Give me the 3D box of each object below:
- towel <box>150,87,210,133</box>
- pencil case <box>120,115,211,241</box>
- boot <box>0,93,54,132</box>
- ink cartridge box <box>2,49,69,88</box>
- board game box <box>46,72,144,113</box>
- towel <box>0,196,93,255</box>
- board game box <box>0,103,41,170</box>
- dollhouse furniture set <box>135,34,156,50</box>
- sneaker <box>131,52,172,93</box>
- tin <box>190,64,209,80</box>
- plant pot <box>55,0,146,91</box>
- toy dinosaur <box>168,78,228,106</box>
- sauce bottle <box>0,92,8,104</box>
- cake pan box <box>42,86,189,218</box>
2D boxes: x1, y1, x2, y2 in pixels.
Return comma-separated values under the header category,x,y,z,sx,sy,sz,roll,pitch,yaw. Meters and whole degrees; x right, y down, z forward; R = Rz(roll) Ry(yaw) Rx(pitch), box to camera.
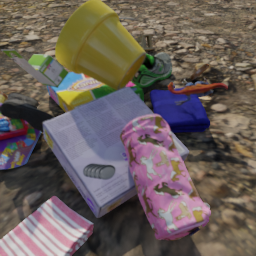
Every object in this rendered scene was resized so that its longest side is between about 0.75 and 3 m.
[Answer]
category,x,y,z,sx,sy,sz,roll,pitch,yaw
towel,1.574,-0.566,8.909,1.574,0.528,2.132,-5,36,0
pencil case,0.661,0.902,5.601,1.079,1.032,2.493,2,53,-37
boot,-2.662,-0.503,7.923,1.653,0.577,1.088,26,20,-16
ink cartridge box,-2.520,-1.797,7.630,1.097,1.484,0.562,19,71,48
board game box,-1.200,-1.172,9.290,2.213,0.583,2.892,-25,39,-23
towel,-1.695,2.174,5.408,1.294,0.265,1.769,24,43,30
board game box,-3.378,0.007,7.479,1.895,0.467,2.399,20,40,-10
dollhouse furniture set,0.853,-4.110,13.628,0.678,0.682,0.967,-10,9,-14
sneaker,0.986,-2.351,10.717,1.037,1.132,2.658,17,39,21
tin,2.752,-2.161,10.791,0.173,0.828,0.463,49,26,2
plant pot,-0.665,-2.223,8.207,2.016,2.142,2.142,38,46,5
toy dinosaur,1.855,-1.191,8.101,1.277,0.739,1.407,-7,-9,-33
sauce bottle,-4.072,-0.232,8.216,0.701,0.701,2.125,-3,42,-4
cake pan box,-0.272,0.365,6.822,2.751,0.720,2.534,-28,65,-28
